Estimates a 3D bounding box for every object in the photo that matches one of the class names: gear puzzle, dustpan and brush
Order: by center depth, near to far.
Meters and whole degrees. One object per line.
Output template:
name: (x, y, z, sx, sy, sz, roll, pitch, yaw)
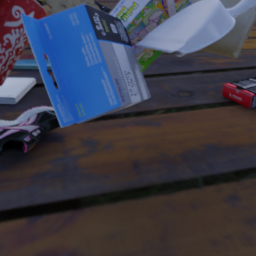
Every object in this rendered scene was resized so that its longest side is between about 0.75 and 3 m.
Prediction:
dustpan and brush: (1.410, -1.837, 4.812, 2.327, 0.666, 1.624, -40, 28, -3)
gear puzzle: (-1.844, -3.613, 7.489, 0.372, 2.843, 1.473, -19, 24, 53)

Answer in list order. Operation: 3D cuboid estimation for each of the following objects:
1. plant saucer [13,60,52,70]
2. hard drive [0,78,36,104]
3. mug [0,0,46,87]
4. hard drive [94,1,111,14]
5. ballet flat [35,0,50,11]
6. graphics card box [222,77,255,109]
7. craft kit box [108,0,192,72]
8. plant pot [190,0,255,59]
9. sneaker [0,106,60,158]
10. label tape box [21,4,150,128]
plant saucer: (-4.586, -3.034, 13.462, 2.625, 0.249, 0.918, 3, 29, 3)
hard drive: (-4.479, -1.440, 10.559, 1.324, 0.268, 2.007, 2, 30, 3)
mug: (-2.826, -1.988, 5.753, 1.273, 1.908, 1.694, 29, 1, 19)
hard drive: (-1.539, -4.328, 11.007, 2.025, 1.415, 0.383, 32, 58, 13)
ballet flat: (-2.863, -3.811, 7.988, 0.861, 0.861, 2.356, 26, 20, 38)
graphics card box: (4.635, -1.337, 10.101, 2.088, 0.531, 1.310, -16, 32, -24)
craft kit box: (0.299, -2.179, 6.510, 0.622, 2.533, 2.565, 55, 26, 11)
plant pot: (2.388, -3.294, 8.159, 2.466, 2.694, 2.694, 26, 36, 16)
sneaker: (-2.634, 0.215, 7.243, 2.241, 0.900, 0.968, -25, 58, -35)
label tape box: (-0.477, -0.988, 4.391, 0.716, 1.551, 2.165, -18, 4, 22)
